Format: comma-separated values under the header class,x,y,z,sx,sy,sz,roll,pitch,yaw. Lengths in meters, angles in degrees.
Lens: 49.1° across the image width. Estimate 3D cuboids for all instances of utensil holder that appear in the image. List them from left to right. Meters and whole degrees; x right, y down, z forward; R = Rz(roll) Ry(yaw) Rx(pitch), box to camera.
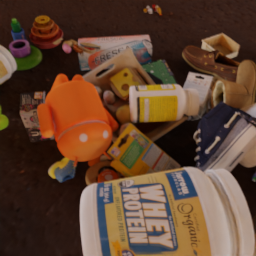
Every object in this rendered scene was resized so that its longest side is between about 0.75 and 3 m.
class,x,y,z,sx,sy,sz,roll,pitch,yaw
utensil holder,3.691,0.024,7.041,1.604,1.888,1.604,19,60,-37

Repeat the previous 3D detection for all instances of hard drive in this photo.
class,x,y,z,sx,sy,sz,roll,pitch,yaw
hard drive,0.530,-1.548,9.558,2.025,0.383,1.415,-17,58,-7

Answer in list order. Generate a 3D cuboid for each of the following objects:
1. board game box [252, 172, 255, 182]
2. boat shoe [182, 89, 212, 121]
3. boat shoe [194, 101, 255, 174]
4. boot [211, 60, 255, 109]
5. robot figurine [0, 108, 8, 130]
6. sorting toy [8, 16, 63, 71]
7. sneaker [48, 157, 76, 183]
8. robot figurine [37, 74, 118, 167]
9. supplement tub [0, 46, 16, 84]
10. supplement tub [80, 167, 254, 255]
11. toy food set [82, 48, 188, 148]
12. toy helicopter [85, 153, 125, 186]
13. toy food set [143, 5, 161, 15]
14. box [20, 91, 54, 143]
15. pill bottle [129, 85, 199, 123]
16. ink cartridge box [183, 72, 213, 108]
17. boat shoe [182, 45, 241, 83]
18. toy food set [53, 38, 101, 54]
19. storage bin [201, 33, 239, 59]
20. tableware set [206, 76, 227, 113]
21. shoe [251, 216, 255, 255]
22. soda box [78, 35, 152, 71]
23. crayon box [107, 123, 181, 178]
class,x,y,z,sx,sy,sz,roll,pitch,yaw
board game box,3.912,1.169,7.532,0.753,0.192,1.113,31,56,24
boat shoe,1.855,-0.691,8.644,2.844,1.024,0.974,0,69,-3
boat shoe,1.985,0.581,6.844,2.626,0.980,1.218,-50,58,14
boot,2.933,-1.174,7.646,1.730,1.515,0.572,-4,2,-43
robot figurine,-4.394,-0.583,7.148,1.664,2.877,2.524,-42,81,-12
sorting toy,-3.833,-3.515,10.879,1.676,1.145,2.790,22,54,18
sneaker,-1.541,1.020,7.566,0.612,0.441,1.165,42,67,16
robot figurine,-1.256,-0.211,7.255,1.452,1.791,2.490,-27,67,11
supplement tub,-4.801,-1.931,9.477,1.235,1.235,1.707,25,53,20
supplement tub,0.644,1.886,5.408,2.830,2.047,2.047,-10,50,-2
toy food set,0.007,-0.764,8.003,2.054,0.865,2.862,-34,72,-4
toy helicopter,-0.143,1.053,7.416,2.114,0.834,1.398,-18,42,-28
toy food set,1.171,-5.509,13.187,0.818,0.368,0.390,3,61,25
box,-2.603,-0.297,8.075,0.721,1.257,0.830,-9,50,-7
pill bottle,0.940,-0.662,7.518,1.774,0.987,0.987,-2,50,-2
ink cartridge box,1.977,-1.102,8.130,0.735,0.229,0.913,17,79,23
boat shoe,3.115,-2.430,10.139,0.927,0.870,2.575,-36,58,-26
toy food set,-1.755,-2.740,9.639,1.484,0.234,0.944,14,34,4
storage bin,3.582,-3.109,10.969,1.054,0.494,1.046,-22,53,-18
tableware set,2.607,-0.979,8.148,0.713,0.216,1.078,-4,90,-1
shoe,2.941,2.433,6.043,2.763,0.966,0.738,-34,76,-15
soda box,-0.499,-2.810,10.477,2.699,0.858,0.923,-5,50,-3
crayon box,0.346,0.839,6.919,1.703,0.439,1.071,41,57,-4
